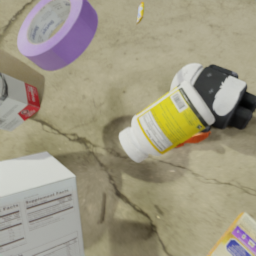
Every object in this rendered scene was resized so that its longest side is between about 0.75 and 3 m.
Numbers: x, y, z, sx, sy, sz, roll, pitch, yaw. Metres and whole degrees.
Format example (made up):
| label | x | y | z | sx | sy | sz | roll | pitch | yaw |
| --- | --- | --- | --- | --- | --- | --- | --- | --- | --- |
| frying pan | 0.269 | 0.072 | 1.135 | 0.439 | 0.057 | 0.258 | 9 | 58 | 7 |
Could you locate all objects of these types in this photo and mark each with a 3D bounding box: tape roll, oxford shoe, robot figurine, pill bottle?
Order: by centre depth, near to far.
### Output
| label | x | y | z | sx | sy | sz | roll | pitch | yaw |
| --- | --- | --- | --- | --- | --- | --- | --- | --- | --- |
| pill bottle | 0.664 | -0.056 | 5.157 | 1.614 | 0.907 | 0.907 | -34 | 57 | 17 |
| tape roll | -1.948 | -2.706 | 7.668 | 2.253 | 0.739 | 2.253 | -13 | 61 | 25 |
| oxford shoe | 2.040 | 0.227 | 9.338 | 1.429 | 0.509 | 0.521 | -12 | 53 | -7 |
| robot figurine | 2.806 | -1.022 | 9.432 | 2.824 | 1.762 | 2.122 | 28 | 31 | 17 |

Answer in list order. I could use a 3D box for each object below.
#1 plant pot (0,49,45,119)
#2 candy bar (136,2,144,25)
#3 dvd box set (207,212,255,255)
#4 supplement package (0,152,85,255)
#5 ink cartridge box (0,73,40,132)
| label | x | y | z | sx | sy | sz | roll | pitch | yaw |
| --- | --- | --- | --- | --- | --- | --- | --- | --- | --- |
| plant pot | -3.611 | -1.114 | 7.160 | 2.639 | 2.472 | 2.472 | 11 | 52 | -29 |
| candy bar | 0.361 | -3.357 | 8.183 | 0.133 | 0.300 | 1.203 | 24 | 41 | -17 |
| dvd box set | 1.713 | 2.264 | 4.136 | 1.206 | 0.242 | 1.649 | 42 | 66 | 17 |
| supplement package | -1.932 | 1.911 | 5.087 | 1.759 | 2.335 | 1.772 | -12 | 15 | -29 |
| ink cartridge box | -2.734 | -0.565 | 5.657 | 1.065 | 1.476 | 0.618 | -31 | 61 | 24 |
